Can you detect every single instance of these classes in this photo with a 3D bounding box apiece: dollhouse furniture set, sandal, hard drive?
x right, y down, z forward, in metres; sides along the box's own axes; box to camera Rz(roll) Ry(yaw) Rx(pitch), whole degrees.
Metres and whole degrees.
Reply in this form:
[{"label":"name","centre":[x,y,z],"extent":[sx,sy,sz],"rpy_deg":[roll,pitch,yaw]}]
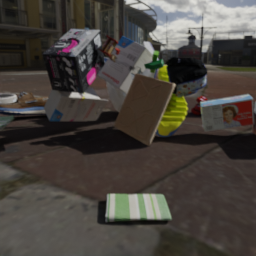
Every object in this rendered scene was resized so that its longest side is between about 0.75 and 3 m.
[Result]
[{"label":"dollhouse furniture set","centre":[-0.551,-2.491,8.897],"extent":[0.382,0.505,0.938],"rpy_deg":[32,3,9]},{"label":"sandal","centre":[1.335,-0.791,9.720],"extent":[1.178,1.290,2.964],"rpy_deg":[16,49,-2]},{"label":"hard drive","centre":[0.703,-2.066,11.945],"extent":[0.329,2.591,1.710],"rpy_deg":[0,43,-13]}]

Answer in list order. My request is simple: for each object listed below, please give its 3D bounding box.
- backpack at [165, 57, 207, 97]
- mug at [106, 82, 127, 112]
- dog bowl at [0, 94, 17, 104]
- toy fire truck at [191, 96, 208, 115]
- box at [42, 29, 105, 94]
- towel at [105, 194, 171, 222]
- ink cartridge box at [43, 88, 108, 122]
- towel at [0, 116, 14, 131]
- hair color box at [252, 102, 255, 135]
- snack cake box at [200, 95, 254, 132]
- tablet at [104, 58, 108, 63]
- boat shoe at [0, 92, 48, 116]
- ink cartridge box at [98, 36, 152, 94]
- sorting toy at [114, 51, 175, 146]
[{"label":"backpack","centre":[1.878,-1.590,8.850],"extent":[1.192,0.964,1.251],"rpy_deg":[-13,55,10]},{"label":"mug","centre":[-0.236,-1.569,11.627],"extent":[1.374,1.632,1.861],"rpy_deg":[-19,-29,12]},{"label":"dog bowl","centre":[-6.415,-1.176,13.342],"extent":[2.362,0.693,2.362],"rpy_deg":[-1,14,0]},{"label":"toy fire truck","centre":[3.448,-0.854,12.418],"extent":[1.032,0.689,1.229],"rpy_deg":[31,26,17]},{"label":"box","centre":[-1.583,-2.085,8.519],"extent":[1.081,1.245,1.884],"rpy_deg":[7,41,15]},{"label":"towel","centre":[0.143,1.358,4.779],"extent":[1.050,0.123,0.801],"rpy_deg":[1,15,-2]},{"label":"ink cartridge box","centre":[-1.738,-0.804,9.475],"extent":[1.881,1.083,0.638],"rpy_deg":[-1,46,-45]},{"label":"towel","centre":[-3.991,0.033,8.118],"extent":[0.931,0.143,1.220],"rpy_deg":[-2,35,28]},{"label":"hair color box","centre":[4.453,-0.117,8.457],"extent":[0.635,1.101,1.986],"rpy_deg":[1,14,4]},{"label":"snack cake box","centre":[3.172,-0.478,9.041],"extent":[1.558,0.896,0.523],"rpy_deg":[-8,20,12]},{"label":"tablet","centre":[-1.116,-2.447,10.735],"extent":[0.889,0.579,0.061],"rpy_deg":[6,26,-11]},{"label":"boat shoe","centre":[-4.217,-1.002,11.698],"extent":[2.591,0.938,0.936],"rpy_deg":[-2,-2,-31]},{"label":"ink cartridge box","centre":[-0.105,-2.268,10.207],"extent":[1.255,1.714,0.736],"rpy_deg":[37,7,33]},{"label":"sorting toy","centre":[0.670,-1.039,8.800],"extent":[0.419,2.844,2.102],"rpy_deg":[20,6,-37]}]
